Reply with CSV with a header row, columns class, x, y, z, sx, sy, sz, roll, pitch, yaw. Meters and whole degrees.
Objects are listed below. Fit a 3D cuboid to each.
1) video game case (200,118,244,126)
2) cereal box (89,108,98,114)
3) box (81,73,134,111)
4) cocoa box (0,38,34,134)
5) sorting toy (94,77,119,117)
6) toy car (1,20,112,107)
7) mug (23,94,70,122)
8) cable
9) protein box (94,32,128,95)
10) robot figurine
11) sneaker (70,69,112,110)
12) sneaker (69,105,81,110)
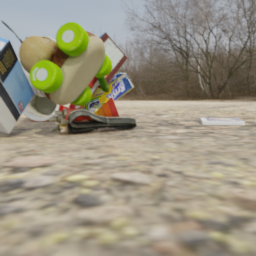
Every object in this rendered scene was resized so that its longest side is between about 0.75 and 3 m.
class,x,y,z,sx,sy,sz,roll,pitch,yaw
video game case,3.707,-0.258,11.208,1.541,0.177,1.404,1,7,11
cereal box,-1.522,-0.531,11.306,0.168,0.612,0.850,45,-12,-22
box,-1.006,-1.511,12.646,2.499,0.803,0.875,-39,25,-16
cocoa box,-3.527,-1.115,6.905,1.460,1.437,2.190,19,-26,7
sorting toy,-1.077,-1.256,8.876,0.886,2.574,0.892,-21,9,-4
toy car,-2.019,-1.968,7.269,2.506,1.977,2.058,37,3,16
mug,-3.743,-0.965,13.095,1.679,2.234,2.517,-43,8,-5
cable,-0.914,-0.305,8.376,2.738,0.689,1.330,-8,-24,-27
protein box,-1.534,-2.442,11.624,2.088,1.419,2.104,-18,33,49
robot figurine,-3.151,-1.743,9.489,1.847,1.566,1.043,28,-10,14
sneaker,-1.560,-1.636,9.330,1.190,2.060,0.807,40,-15,-21
sneaker,-2.744,-1.113,16.855,1.883,0.715,0.855,11,2,28
